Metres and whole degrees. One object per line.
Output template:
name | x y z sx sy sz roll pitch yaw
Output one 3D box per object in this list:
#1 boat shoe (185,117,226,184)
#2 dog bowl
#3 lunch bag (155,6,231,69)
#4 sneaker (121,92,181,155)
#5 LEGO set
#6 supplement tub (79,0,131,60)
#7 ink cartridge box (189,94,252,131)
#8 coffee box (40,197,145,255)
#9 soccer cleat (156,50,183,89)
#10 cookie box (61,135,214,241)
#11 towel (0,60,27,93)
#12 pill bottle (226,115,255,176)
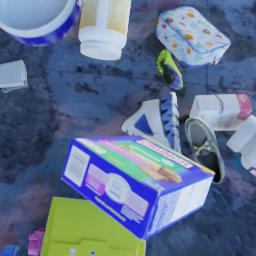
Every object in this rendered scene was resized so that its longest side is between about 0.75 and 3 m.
boat shoe | 1.904 0.559 6.858 0.631 0.528 1.765 -23 104 22
dog bowl | -2.962 -4.124 8.900 2.832 1.115 2.832 0 84 4
lunch bag | 2.063 -2.868 8.867 1.771 0.835 2.210 -24 66 -28
sneaker | 0.580 0.356 7.311 1.447 1.012 2.506 -4 74 21
LEGO set | -2.442 3.252 5.775 0.911 0.980 2.389 3 63 3
supplement tub | -0.715 -3.181 8.457 1.435 1.435 1.988 8 90 4
ink cartridge box | 2.434 -0.399 7.573 1.370 1.003 0.567 -1 58 -1
coffee box | -0.618 2.576 5.626 1.854 1.837 1.857 6 64 3
soccer cleat | 1.299 -1.793 8.659 0.643 0.497 1.538 20 45 -35
cookie box | 0.280 0.905 5.374 1.973 2.306 0.867 27 105 33
towel | -3.502 -1.554 8.518 0.781 0.404 0.944 -12 62 -7
pill bottle | 3.673 0.779 6.816 2.370 1.331 1.331 42 70 18
